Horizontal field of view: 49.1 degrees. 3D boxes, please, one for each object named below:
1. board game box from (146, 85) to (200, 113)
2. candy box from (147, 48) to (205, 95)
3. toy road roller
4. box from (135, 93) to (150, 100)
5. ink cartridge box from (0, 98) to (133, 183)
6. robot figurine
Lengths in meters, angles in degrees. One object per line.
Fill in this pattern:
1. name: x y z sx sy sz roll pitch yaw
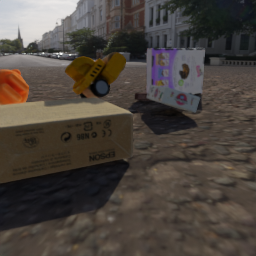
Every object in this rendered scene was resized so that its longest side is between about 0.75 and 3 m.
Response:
1. board game box: 1.600 -1.101 10.363 1.344 0.585 1.821 15 7 -16
2. candy box: 2.487 -2.982 14.830 2.869 2.407 1.026 -3 16 -11
3. toy road roller: -1.013 -1.689 8.231 1.067 1.267 1.736 -11 42 57
4. box: 0.767 -1.424 12.817 0.840 0.315 0.421 4 3 36
5. ink cartridge box: -1.625 0.073 6.197 2.828 1.062 2.329 -8 16 -23
6. robot figurine: -4.637 -1.264 10.081 2.463 1.772 1.436 -4 0 41
